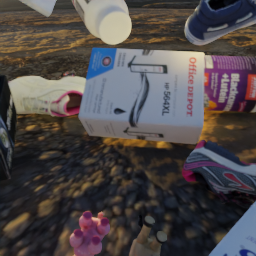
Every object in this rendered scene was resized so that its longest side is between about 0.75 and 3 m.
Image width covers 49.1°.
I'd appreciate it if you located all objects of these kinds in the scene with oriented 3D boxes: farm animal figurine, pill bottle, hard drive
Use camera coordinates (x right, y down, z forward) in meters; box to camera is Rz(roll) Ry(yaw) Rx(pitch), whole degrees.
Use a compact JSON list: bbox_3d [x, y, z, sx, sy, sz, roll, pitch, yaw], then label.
[{"bbox_3d":[-0.424,2.010,2.713,2.174,1.134,2.150,-4,39,-22],"label":"farm animal figurine"},{"bbox_3d":[-0.915,-4.114,9.771,1.535,1.535,2.773,-11,49,-20],"label":"pill bottle"},{"bbox_3d":[3.145,-1.291,8.314,2.904,1.618,1.618,3,28,5],"label":"pill bottle"},{"bbox_3d":[-2.708,-3.881,6.817,2.145,1.415,0.286,24,-22,-30],"label":"hard drive"}]

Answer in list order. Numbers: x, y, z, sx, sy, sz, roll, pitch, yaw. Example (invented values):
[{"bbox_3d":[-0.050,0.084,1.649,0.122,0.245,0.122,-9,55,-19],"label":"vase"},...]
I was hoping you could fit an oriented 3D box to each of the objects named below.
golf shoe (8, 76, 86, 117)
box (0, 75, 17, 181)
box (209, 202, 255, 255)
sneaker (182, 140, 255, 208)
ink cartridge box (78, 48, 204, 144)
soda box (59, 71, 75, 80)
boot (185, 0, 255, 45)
[{"bbox_3d":[-2.379,-0.852,8.128,2.938,1.106,1.344,-9,32,-15],"label":"golf shoe"},{"bbox_3d":[-3.839,0.094,5.622,2.773,1.194,2.271,-9,38,-10],"label":"box"},{"bbox_3d":[1.881,1.872,2.823,1.915,1.092,2.082,24,37,39],"label":"box"},{"bbox_3d":[1.958,1.036,4.915,2.130,0.859,0.795,27,67,40],"label":"sneaker"},{"bbox_3d":[0.416,-0.809,6.904,2.772,1.169,2.024,4,67,8],"label":"ink cartridge box"},{"bbox_3d":[-2.427,-2.045,11.219,0.316,0.283,0.894,6,27,13],"label":"soda box"},{"bbox_3d":[2.386,-2.605,5.675,2.526,0.919,1.141,-34,-5,-9],"label":"boot"}]
